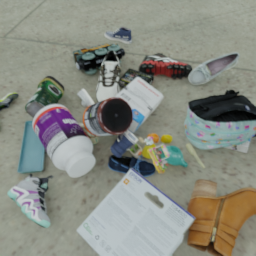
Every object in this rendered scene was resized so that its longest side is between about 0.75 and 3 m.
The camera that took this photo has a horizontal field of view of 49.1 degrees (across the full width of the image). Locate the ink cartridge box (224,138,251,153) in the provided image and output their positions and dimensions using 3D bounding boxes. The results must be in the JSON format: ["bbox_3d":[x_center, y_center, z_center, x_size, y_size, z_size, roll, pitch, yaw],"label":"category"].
[{"bbox_3d":[3.931,0.494,10.342,1.019,0.346,0.587,16,49,24],"label":"ink cartridge box"}]

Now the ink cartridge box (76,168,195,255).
[{"bbox_3d":[0.203,2.752,7.818,2.424,0.493,2.429,36,74,28],"label":"ink cartridge box"}]

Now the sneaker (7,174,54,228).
[{"bbox_3d":[-2.675,2.021,8.495,1.881,0.731,1.315,31,67,29],"label":"sneaker"}]

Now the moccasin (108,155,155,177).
[{"bbox_3d":[0.117,1.273,9.495,1.644,0.561,0.661,4,41,3],"label":"moccasin"}]

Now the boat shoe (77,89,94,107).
[{"bbox_3d":[-1.758,-1.115,11.808,0.471,0.495,1.375,-35,61,-3],"label":"boat shoe"}]

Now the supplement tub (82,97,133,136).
[{"bbox_3d":[-0.813,-0.319,9.429,1.193,1.193,2.230,-30,11,-24],"label":"supplement tub"}]

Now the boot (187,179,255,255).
[{"bbox_3d":[3.005,2.679,7.974,2.638,1.012,2.048,15,53,6],"label":"boot"}]

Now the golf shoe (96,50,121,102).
[{"bbox_3d":[-0.877,-2.144,12.050,1.064,1.293,2.737,0,57,1],"label":"golf shoe"}]

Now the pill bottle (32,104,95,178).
[{"bbox_3d":[-2.176,0.439,9.649,1.438,1.438,2.557,-27,56,-22],"label":"pill bottle"}]

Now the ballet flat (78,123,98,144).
[{"bbox_3d":[-1.599,0.104,10.693,1.355,0.422,0.457,35,56,28],"label":"ballet flat"}]

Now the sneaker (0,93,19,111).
[{"bbox_3d":[-5.096,-1.075,11.835,1.125,0.416,0.455,-39,65,-21],"label":"sneaker"}]

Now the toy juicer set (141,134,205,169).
[{"bbox_3d":[1.561,0.850,10.000,2.175,0.592,1.383,17,31,-4],"label":"toy juicer set"}]

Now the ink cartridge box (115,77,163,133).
[{"bbox_3d":[0.283,-0.938,11.107,1.407,0.825,1.922,38,52,8],"label":"ink cartridge box"}]

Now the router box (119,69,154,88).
[{"bbox_3d":[0.371,-2.114,12.718,1.326,0.412,0.994,22,51,20],"label":"router box"}]

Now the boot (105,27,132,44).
[{"bbox_3d":[-0.539,-5.192,15.299,1.656,0.748,0.602,19,50,17],"label":"boot"}]

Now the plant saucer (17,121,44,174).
[{"bbox_3d":[-3.481,0.646,10.336,0.856,0.232,2.448,-5,48,-6],"label":"plant saucer"}]

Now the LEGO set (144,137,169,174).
[{"bbox_3d":[1.065,0.975,9.052,0.571,1.535,0.706,-25,29,5],"label":"LEGO set"}]

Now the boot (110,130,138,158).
[{"bbox_3d":[-0.229,0.484,9.738,0.732,2.013,0.909,44,89,-1],"label":"boot"}]

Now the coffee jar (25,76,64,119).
[{"bbox_3d":[-3.292,-1.202,11.305,0.888,1.086,2.082,-33,29,27],"label":"coffee jar"}]

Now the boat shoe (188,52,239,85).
[{"bbox_3d":[3.752,-2.646,12.343,2.302,0.738,0.848,-23,84,9],"label":"boat shoe"}]

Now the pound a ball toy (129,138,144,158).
[{"bbox_3d":[0.377,0.725,9.696,0.384,0.903,0.589,43,84,13],"label":"pound a ball toy"}]

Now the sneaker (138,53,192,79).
[{"bbox_3d":[1.774,-2.960,13.165,2.493,0.881,1.218,5,50,6],"label":"sneaker"}]

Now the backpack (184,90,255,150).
[{"bbox_3d":[3.232,-0.245,9.739,2.520,1.595,2.103,-8,30,-17],"label":"backpack"}]

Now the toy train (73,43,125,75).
[{"bbox_3d":[-1.458,-3.475,13.599,2.550,1.087,1.453,-24,43,-20],"label":"toy train"}]
